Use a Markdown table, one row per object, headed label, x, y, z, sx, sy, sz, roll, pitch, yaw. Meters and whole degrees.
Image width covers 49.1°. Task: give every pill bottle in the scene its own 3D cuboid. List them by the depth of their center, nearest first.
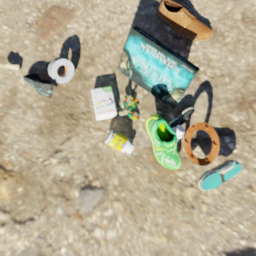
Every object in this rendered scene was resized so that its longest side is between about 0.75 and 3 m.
| label | x | y | z | sx | sy | sz | roll | pitch | yaw |
| --- | --- | --- | --- | --- | --- | --- | --- | --- | --- |
| pill bottle | 1.702 | 0.290 | 10.378 | 0.486 | 0.872 | 0.486 | 19 | 46 | -21 |
| pill bottle | -0.303 | 0.548 | 10.441 | 1.021 | 0.572 | 0.572 | 29 | 74 | -11 |

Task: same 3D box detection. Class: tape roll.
| label | x | y | z | sx | sy | sz | roll | pitch | yaw |
| --- | --- | --- | --- | --- | --- | --- | --- | --- | --- |
| tape roll | -2.659 | -2.277 | 11.126 | 0.983 | 0.983 | 0.325 | -45 | 45 | -12 |

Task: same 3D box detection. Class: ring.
| label | x | y | z | sx | sy | sz | roll | pitch | yaw |
| --- | --- | --- | --- | --- | --- | --- | --- | --- | --- |
| ring | 2.558 | 0.578 | 9.992 | 0.151 | 1.576 | 1.576 | 0 | 69 | -36 |

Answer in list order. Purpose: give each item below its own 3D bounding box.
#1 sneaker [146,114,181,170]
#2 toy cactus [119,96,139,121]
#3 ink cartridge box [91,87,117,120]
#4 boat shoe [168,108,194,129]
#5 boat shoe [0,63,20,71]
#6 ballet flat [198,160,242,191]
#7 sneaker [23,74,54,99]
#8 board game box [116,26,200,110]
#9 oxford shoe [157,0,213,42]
| label | x | y | z | sx | sy | sz | roll | pitch | yaw |
| --- | --- | --- | --- | --- | --- | --- | --- | --- | --- |
| sneaker | 1.288 | 0.599 | 9.710 | 0.826 | 0.932 | 2.231 | -31 | 110 | -11 |
| toy cactus | 0.028 | -0.685 | 10.649 | 0.879 | 0.545 | 1.065 | -35 | 114 | -42 |
| ink cartridge box | -0.951 | -0.964 | 11.042 | 0.831 | 0.482 | 1.148 | -11 | 73 | -3 |
| boat shoe | 2.123 | -0.281 | 10.767 | 1.295 | 0.484 | 0.429 | -33 | 59 | -14 |
| boat shoe | -4.887 | -2.546 | 11.497 | 0.832 | 0.307 | 0.288 | 5 | 95 | -29 |
| ballet flat | 3.088 | 1.641 | 9.766 | 1.965 | 0.628 | 0.743 | -17 | 107 | -24 |
| sneaker | -3.609 | -1.677 | 11.141 | 1.652 | 0.655 | 0.623 | 27 | 39 | 31 |
| board game box | 1.027 | -2.242 | 10.729 | 2.908 | 1.967 | 0.409 | 37 | 45 | 11 |
| oxford shoe | 2.446 | -4.567 | 11.950 | 2.656 | 0.947 | 0.947 | 31 | 74 | 7 |
